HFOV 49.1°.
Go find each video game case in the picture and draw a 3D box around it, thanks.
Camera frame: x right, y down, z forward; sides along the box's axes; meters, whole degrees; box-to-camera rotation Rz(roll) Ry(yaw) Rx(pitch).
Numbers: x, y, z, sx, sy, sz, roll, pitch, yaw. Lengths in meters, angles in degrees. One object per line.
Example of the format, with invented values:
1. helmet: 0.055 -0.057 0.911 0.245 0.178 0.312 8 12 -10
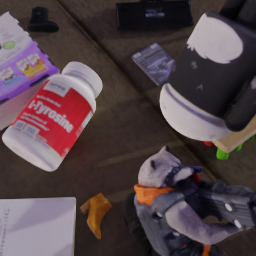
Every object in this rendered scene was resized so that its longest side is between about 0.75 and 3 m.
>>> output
1. video game case: 0.918 -2.020 8.820 1.011 0.134 1.415 -32 68 -15

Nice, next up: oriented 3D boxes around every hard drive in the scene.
1. hard drive: -2.353 2.379 6.430 2.216 0.291 1.461 -2 62 -1

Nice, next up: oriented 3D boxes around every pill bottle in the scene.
1. pill bottle: -1.786 -0.365 7.186 1.490 1.490 2.655 25 66 12

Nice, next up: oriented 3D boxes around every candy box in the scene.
1. candy box: -3.689 -1.675 8.112 2.469 1.053 2.943 -34 68 -16

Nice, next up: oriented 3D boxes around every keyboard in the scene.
1. keyboard: 0.896 -4.043 9.781 2.614 0.335 1.569 -3 69 -3

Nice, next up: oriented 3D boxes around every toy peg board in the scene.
1. toy peg board: 2.584 -0.393 7.609 2.267 1.109 2.258 -31 51 -17

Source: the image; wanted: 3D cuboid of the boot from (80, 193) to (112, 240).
1. boot: -0.657 2.041 6.581 0.672 0.330 0.938 -30 61 -11

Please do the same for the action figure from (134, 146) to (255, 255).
1. action figure: 0.914 1.498 3.626 1.419 2.713 2.624 -21 88 -29

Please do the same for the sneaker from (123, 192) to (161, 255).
1. sneaker: 0.727 2.517 5.643 0.897 1.559 2.989 -21 65 -12

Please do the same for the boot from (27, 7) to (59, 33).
1. boot: -2.834 -3.722 9.535 1.092 0.417 0.917 2 66 8

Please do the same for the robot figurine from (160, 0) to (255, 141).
1. robot figurine: 1.617 -0.944 4.852 1.567 2.511 1.886 34 26 13
